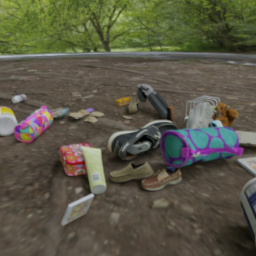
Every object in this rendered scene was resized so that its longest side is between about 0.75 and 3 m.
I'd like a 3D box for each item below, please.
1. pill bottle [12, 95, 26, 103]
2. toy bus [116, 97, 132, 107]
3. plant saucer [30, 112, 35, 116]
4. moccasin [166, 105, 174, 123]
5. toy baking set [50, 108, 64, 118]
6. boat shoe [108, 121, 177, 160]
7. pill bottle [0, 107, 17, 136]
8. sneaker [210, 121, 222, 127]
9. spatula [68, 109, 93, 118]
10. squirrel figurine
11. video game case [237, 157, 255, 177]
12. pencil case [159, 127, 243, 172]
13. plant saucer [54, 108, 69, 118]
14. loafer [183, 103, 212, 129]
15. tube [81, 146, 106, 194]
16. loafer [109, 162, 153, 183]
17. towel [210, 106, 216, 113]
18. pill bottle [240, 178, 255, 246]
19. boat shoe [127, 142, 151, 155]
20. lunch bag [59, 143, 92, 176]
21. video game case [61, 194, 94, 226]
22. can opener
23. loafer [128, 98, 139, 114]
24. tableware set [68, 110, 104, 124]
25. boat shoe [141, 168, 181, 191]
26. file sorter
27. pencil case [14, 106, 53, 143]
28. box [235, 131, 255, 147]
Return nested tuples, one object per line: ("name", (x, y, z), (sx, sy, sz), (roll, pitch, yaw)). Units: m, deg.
("pill bottle", (-6.764, -1.785, 17.369), (0.447, 0.447, 0.771), (13, 25, 30))
("toy bus", (-0.249, -1.583, 16.879), (1.037, 0.406, 0.338), (-19, 26, -41))
("plant saucer", (-4.878, -0.770, 15.099), (0.754, 0.145, 0.754), (0, 20, 0))
("moccasin", (2.043, -0.630, 13.471), (0.362, 0.989, 0.382), (14, 36, 43))
("toy baking set", (-4.035, -0.674, 14.559), (1.302, 0.197, 1.696), (-6, 20, 5))
("boat shoe", (0.761, 0.485, 10.419), (2.996, 1.076, 1.013), (-16, 26, -32))
("pill bottle", (-5.681, -0.362, 12.793), (0.993, 0.993, 1.818), (-10, 23, -25))
("sneaker", (3.707, 0.216, 11.472), (0.484, 0.437, 1.182), (-2, 51, -27))
("spatula", (-2.589, -0.785, 15.110), (1.570, 0.161, 0.444), (-20, 28, -41))
("squirrel figurine", (4.420, -0.579, 13.032), (1.312, 1.225, 0.929), (-8, 22, -19))
("video game case", (4.533, 1.330, 9.494), (1.108, 0.139, 1.217), (-5, 21, -13))
("pencil case", (2.426, 0.612, 9.266), (2.901, 1.235, 1.341), (-4, 23, -37))
("plant saucer", (-3.519, -0.721, 14.652), (0.964, 0.186, 0.964), (-18, 23, 8))
("loafer", (2.826, -0.058, 11.830), (0.996, 0.998, 2.855), (-20, 21, 36))
("tube", (-1.032, 1.216, 8.620), (0.457, 0.510, 1.759), (-27, 42, 6))
("loafer", (0.066, 1.332, 8.679), (1.414, 0.477, 0.538), (-12, 11, 11))
("towel", (4.852, -1.063, 15.815), (0.750, 0.184, 1.011), (-2, 21, -8))
("pill bottle", (3.079, 1.979, 5.550), (1.250, 1.250, 2.251), (3, 18, 9))
("boat shoe", (0.397, 0.709, 9.984), (0.965, 0.341, 0.307), (-13, 12, 33))
("lunch bag", (-1.605, 1.056, 9.645), (1.331, 0.619, 1.512), (-5, 21, -24))
("video game case", (-1.216, 1.974, 6.771), (0.086, 0.685, 0.752), (41, 34, 26))
("can opener", (1.376, -1.395, 15.310), (0.798, 1.000, 2.992), (-2, 42, -32))
("loafer", (0.344, -1.202, 15.700), (0.532, 0.600, 1.578), (4, 31, 8))
("tableware set", (-2.130, -0.638, 14.529), (1.444, 0.201, 1.729), (13, 19, 14))
("boat shoe", (1.005, 1.495, 8.526), (1.412, 0.507, 0.535), (-12, 24, -28))
("file sorter", (3.828, -0.957, 14.323), (1.164, 1.045, 1.678), (17, 26, 38))
("pencil case", (-4.100, -0.172, 12.315), (1.009, 1.009, 2.282), (2, 22, 4))
("box", (4.776, 0.446, 10.912), (1.384, 0.473, 0.569), (6, -10, 6))
